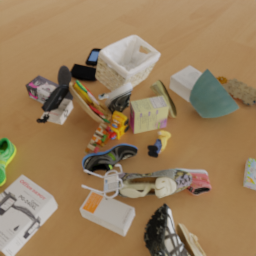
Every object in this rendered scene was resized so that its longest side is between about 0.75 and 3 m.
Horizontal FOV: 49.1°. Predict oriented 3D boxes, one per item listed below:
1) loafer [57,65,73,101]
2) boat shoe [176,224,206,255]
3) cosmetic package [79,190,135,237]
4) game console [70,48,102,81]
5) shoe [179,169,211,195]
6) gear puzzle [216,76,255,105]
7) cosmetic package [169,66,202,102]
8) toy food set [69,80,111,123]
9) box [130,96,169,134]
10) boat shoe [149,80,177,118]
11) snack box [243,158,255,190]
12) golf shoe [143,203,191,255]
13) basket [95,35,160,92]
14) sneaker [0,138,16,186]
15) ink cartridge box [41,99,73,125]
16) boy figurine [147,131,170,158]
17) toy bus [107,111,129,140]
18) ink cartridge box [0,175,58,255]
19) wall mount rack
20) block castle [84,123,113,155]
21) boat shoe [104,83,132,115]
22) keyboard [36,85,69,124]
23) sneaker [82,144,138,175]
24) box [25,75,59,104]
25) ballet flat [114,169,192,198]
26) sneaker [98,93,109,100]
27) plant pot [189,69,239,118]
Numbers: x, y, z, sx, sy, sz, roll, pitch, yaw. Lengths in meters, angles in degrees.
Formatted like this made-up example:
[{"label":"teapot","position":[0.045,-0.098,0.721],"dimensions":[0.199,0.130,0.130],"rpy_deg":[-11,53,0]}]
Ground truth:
[{"label":"loafer","position":[-2.912,-2.075,12.925],"dimensions":[0.638,1.774,0.559],"rpy_deg":[-10,35,-13]},{"label":"boat shoe","position":[2.005,3.641,8.911],"dimensions":[0.460,0.490,1.330],"rpy_deg":[-10,51,-23]},{"label":"cosmetic package","position":[-0.693,2.842,9.415],"dimensions":[1.656,0.590,0.840],"rpy_deg":[18,52,19]},{"label":"game console","position":[-2.065,-3.432,14.912],"dimensions":[1.453,0.297,2.463],"rpy_deg":[14,56,6]},{"label":"shoe","position":[2.132,1.974,10.175],"dimensions":[1.741,0.622,0.792],"rpy_deg":[0,42,-7]},{"label":"gear puzzle","position":[5.283,-1.868,13.790],"dimensions":[1.250,0.316,2.413],"rpy_deg":[-35,55,-25]},{"label":"cosmetic package","position":[2.964,-2.160,13.654],"dimensions":[1.337,0.822,1.333],"rpy_deg":[-31,56,-24]},{"label":"toy food set","position":[-1.575,-1.062,11.707],"dimensions":[0.561,2.308,2.285],"rpy_deg":[-40,11,4]},{"label":"box","position":[0.866,-0.559,11.943],"dimensions":[1.489,1.310,0.720],"rpy_deg":[-11,50,-10]},{"label":"boat shoe","position":[1.613,-1.274,12.959],"dimensions":[0.666,0.772,2.115],"rpy_deg":[-31,61,20]},{"label":"snack box","position":[4.909,1.793,10.518],"dimensions":[0.969,0.389,1.149],"rpy_deg":[17,50,13]},{"label":"golf shoe","position":[1.231,3.697,8.607],"dimensions":[1.339,1.102,2.834],"rpy_deg":[32,35,-15]},{"label":"basket","position":[-0.062,-2.924,13.177],"dimensions":[1.785,1.625,2.634],"rpy_deg":[41,51,13]},{"label":"sneaker","position":[-4.957,1.306,10.504],"dimensions":[0.846,0.955,2.284],"rpy_deg":[-3,44,2]},{"label":"ink cartridge box","position":[-3.194,-0.683,12.601],"dimensions":[0.837,0.482,1.446],"rpy_deg":[14,51,12]},{"label":"boy figurine","position":[1.286,0.518,11.289],"dimensions":[0.507,0.978,1.573],"rpy_deg":[8,33,24]},{"label":"toy bus","position":[-0.525,-0.009,11.665],"dimensions":[0.739,1.089,1.045],"rpy_deg":[31,62,19]},{"label":"ink cartridge box","position":[-3.678,2.843,9.264],"dimensions":[1.569,0.901,2.160],"rpy_deg":[27,54,22]},{"label":"wall mount rack","position":[-0.798,1.665,8.989],"dimensions":[1.239,0.532,1.426],"rpy_deg":[-13,25,3]},{"label":"block castle","position":[-1.161,0.532,11.177],"dimensions":[0.621,0.884,1.323],"rpy_deg":[30,57,-5]},{"label":"boat shoe","position":[-0.305,-1.099,11.533],"dimensions":[0.990,2.886,0.817],"rpy_deg":[-29,90,-14]},{"label":"keyboard","position":[-2.976,-0.902,10.955],"dimensions":[0.304,2.948,1.873],"rpy_deg":[34,92,-8]},{"label":"sneaker","position":[-0.648,1.267,10.751],"dimensions":[2.201,0.780,0.912],"rpy_deg":[-17,50,-6]},{"label":"box","position":[-3.977,-1.735,13.290],"dimensions":[1.423,0.816,0.940],"rpy_deg":[26,54,21]},{"label":"ballet flat","position":[0.796,2.043,9.694],"dimensions":[2.834,1.019,1.019],"rpy_deg":[-5,48,12]},{"label":"sneaker","position":[-1.081,-1.571,13.501],"dimensions":[0.753,0.273,0.271],"rpy_deg":[-21,53,-25]},{"label":"plant pot","position":[3.565,-1.290,12.314],"dimensions":[1.468,2.180,2.180],"rpy_deg":[-39,49,18]}]
